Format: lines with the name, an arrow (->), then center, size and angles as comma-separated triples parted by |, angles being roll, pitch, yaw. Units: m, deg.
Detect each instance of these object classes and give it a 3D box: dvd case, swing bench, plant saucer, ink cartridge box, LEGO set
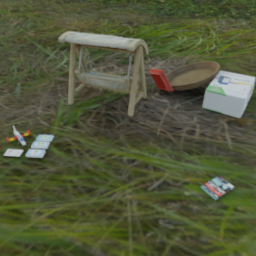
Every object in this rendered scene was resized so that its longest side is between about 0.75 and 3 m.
dvd case -> 2.491, 1.659, 7.802 | 0.759, 0.083, 0.554 | -23, 42, -28
swing bench -> -0.836, -2.300, 10.922 | 2.858, 2.873, 1.864 | 13, 37, 17
plant saucer -> 1.380, -2.016, 11.992 | 0.194, 1.054, 1.056 | -38, 27, -10
ink cartridge box -> 4.124, -1.433, 11.394 | 1.522, 0.917, 2.095 | 19, 38, 25
LEGO set -> -3.462, 0.453, 9.236 | 1.669, 0.410, 1.247 | 3, 32, 4
plant saucer -> 2.790, -2.303, 12.471 | 2.549, 0.375, 2.549 | -17, 25, 8
